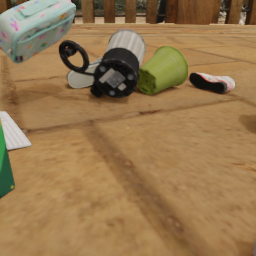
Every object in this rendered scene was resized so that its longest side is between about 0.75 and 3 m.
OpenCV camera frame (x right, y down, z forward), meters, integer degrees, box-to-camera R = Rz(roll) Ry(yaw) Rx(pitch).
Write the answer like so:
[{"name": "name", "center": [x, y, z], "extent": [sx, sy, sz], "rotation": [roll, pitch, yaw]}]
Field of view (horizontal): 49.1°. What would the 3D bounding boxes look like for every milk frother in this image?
[{"name": "milk frother", "center": [-0.785, -2.466, 9.392], "extent": [2.165, 2.399, 2.256], "rotation": [-18, 36, 26]}]

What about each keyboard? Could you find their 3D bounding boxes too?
[{"name": "keyboard", "center": [-3.279, 0.013, 7.315], "extent": [0.729, 0.138, 2.591], "rotation": [-16, 29, -31]}]

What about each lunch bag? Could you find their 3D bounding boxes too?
[{"name": "lunch bag", "center": [-2.740, -3.020, 8.397], "extent": [2.403, 0.926, 1.927], "rotation": [-43, 8, -28]}]

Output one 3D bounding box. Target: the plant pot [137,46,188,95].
[{"name": "plant pot", "center": [1.118, -1.987, 10.322], "extent": [1.634, 1.634, 1.551], "rotation": [20, 43, 37]}]

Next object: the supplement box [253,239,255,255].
[{"name": "supplement box", "center": [2.522, 1.648, 3.207], "extent": [1.775, 0.540, 0.966], "rotation": [1, 24, 4]}]

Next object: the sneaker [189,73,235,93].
[{"name": "sneaker", "center": [3.237, -1.775, 10.773], "extent": [0.890, 0.555, 1.661], "rotation": [-19, 34, -37]}]

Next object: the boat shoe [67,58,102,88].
[{"name": "boat shoe", "center": [-1.078, -2.226, 11.232], "extent": [2.763, 1.035, 0.854], "rotation": [-18, 31, -9]}]

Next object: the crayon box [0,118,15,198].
[{"name": "crayon box", "center": [-2.983, 0.432, 3.607], "extent": [0.816, 2.415, 2.799], "rotation": [12, 27, 24]}]
